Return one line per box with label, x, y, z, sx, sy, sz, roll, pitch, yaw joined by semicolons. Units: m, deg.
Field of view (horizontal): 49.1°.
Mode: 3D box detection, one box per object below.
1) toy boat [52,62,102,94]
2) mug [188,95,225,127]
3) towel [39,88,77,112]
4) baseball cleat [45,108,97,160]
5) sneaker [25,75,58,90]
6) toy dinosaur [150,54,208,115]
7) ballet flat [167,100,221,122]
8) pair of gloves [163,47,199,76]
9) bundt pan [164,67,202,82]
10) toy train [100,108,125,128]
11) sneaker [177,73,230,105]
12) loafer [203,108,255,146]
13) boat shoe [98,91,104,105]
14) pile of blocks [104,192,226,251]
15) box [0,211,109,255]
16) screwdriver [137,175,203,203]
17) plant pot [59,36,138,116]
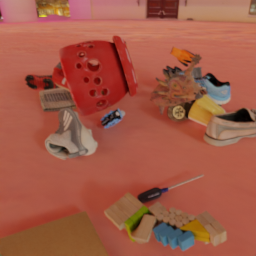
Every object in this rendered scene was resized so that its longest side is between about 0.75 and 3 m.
toy boat;-1.940;-2.286;11.102;2.323;1.518;1.516;22;60;17
mug;2.722;-0.456;9.620;1.023;0.998;1.246;37;33;24
towel;-2.632;-1.318;12.063;2.233;0.386;2.150;-8;27;-17
baseball cleat;-1.982;0.091;8.604;1.390;0.911;2.612;-16;29;-27
sneaker;-4.073;-2.205;13.517;2.030;0.718;0.992;13;23;29
toy dinosaur;1.153;-0.952;7.487;1.679;1.063;2.477;-30;-1;-34
ballet flat;2.537;-0.717;10.382;2.509;0.845;0.582;-9;13;-29
pair of gloves;2.517;-2.928;13.419;1.481;1.663;0.206;24;2;-2
bundt pan;2.605;-2.178;12.909;1.783;0.669;1.783;-16;-3;-1
toy train;-0.510;-0.325;9.447;0.584;0.443;1.023;-20;-8;-40
sneaker;2.741;-1.662;10.142;2.115;0.951;0.829;24;47;25
loafer;3.725;-0.216;9.186;2.955;0.929;1.062;-17;31;-30
boat shoe;-1.004;-1.531;12.176;0.871;0.873;2.420;-28;31;27
pile of blocks;0.638;1.937;5.205;2.240;0.696;0.920;6;38;29
box;-1.170;2.379;4.706;1.724;0.224;2.109;-12;28;-24
screwdriver;1.076;1.428;6.637;1.880;0.262;0.273;-10;59;-21
plant pot;-0.900;-1.794;9.374;2.161;2.373;2.373;-17;27;1
